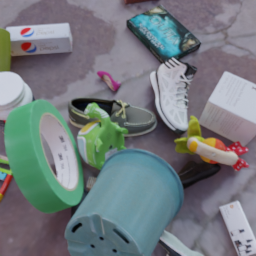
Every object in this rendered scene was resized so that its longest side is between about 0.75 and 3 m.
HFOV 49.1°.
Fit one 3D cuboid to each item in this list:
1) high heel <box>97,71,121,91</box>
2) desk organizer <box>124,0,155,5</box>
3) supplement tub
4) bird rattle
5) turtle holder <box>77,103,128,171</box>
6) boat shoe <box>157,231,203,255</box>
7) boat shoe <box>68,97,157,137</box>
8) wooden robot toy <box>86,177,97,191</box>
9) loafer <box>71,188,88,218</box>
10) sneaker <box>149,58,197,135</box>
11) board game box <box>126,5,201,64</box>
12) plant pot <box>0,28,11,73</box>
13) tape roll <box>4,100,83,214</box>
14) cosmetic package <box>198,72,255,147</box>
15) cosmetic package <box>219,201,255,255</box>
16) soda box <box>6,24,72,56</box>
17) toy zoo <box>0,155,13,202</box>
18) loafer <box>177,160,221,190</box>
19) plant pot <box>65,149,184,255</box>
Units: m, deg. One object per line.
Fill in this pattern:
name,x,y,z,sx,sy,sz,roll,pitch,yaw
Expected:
high heel,-0.775,-1.691,10.139,1.039,0.350,0.499,34,47,4
desk organizer,0.612,-6.005,12.354,1.653,0.637,0.593,-11,62,-6
supplement tub,-3.507,-0.589,8.609,1.390,1.981,1.390,-1,59,1
bird rattle,2.432,0.710,8.076,2.201,1.795,1.240,30,103,9
turtle holder,-0.913,0.356,8.258,1.298,1.827,1.388,18,60,39
boat shoe,1.315,3.307,7.246,1.810,0.684,0.546,32,100,19
boat shoe,-0.514,-0.427,9.151,2.956,0.883,1.056,6,58,2
wooden robot toy,-0.174,1.771,7.927,2.131,0.967,0.939,25,65,12
loafer,-1.266,2.498,7.714,0.616,0.637,1.814,-7,62,-4
sneaker,1.628,-1.207,9.108,1.002,1.528,2.655,8,55,-37
board game box,1.391,-3.789,11.296,1.807,0.376,2.672,-31,66,-15
plant pot,-4.863,-2.049,9.441,2.025,2.025,2.164,-8,94,-5
tape roll,-2.034,0.707,7.258,0.684,2.847,2.847,-20,62,6
cosmetic package,3.414,-0.589,8.958,1.689,1.405,1.414,28,64,13
cosmetic package,3.024,2.746,7.631,0.558,0.342,1.352,-26,61,16
soda box,-3.420,-3.409,10.836,2.393,0.815,0.762,-5,62,-3
toy zoo,-4.290,1.728,8.338,1.315,0.205,2.004,15,65,6
loafer,1.861,1.340,8.358,1.787,0.652,0.637,-17,62,-17
plant pot,-0.107,2.010,6.455,2.350,2.350,2.302,24,28,12
